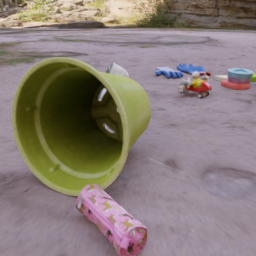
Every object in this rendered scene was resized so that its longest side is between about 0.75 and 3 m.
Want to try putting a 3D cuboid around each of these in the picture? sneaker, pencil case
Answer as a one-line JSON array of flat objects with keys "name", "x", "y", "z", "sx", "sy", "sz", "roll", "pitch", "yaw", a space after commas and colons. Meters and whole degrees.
[{"name": "sneaker", "x": -0.499, "y": -0.986, "z": 8.118, "sx": 0.693, "sy": 1.730, "sz": 0.608, "roll": 24, "pitch": -1, "yaw": -22}, {"name": "pencil case", "x": -0.262, "y": 1.296, "z": 4.005, "sx": 0.539, "sy": 0.516, "sz": 1.246, "roll": -17, "pitch": 30, "yaw": -35}]

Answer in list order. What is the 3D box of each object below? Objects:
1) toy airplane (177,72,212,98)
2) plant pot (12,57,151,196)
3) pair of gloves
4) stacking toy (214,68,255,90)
[{"name": "toy airplane", "x": 2.447, "y": -1.677, "z": 10.448, "sx": 1.220, "sy": 0.865, "sz": 1.226, "roll": 2, "pitch": 25, "yaw": 8}, {"name": "plant pot", "x": -0.619, "y": -0.201, "z": 5.543, "sx": 2.337, "sy": 2.337, "sz": 2.149, "roll": 10, "pitch": 17, "yaw": 22}, {"name": "pair of gloves", "x": 2.600, "y": -2.864, "z": 13.927, "sx": 2.780, "sy": 0.317, "sz": 2.235, "roll": -5, "pitch": 23, "yaw": -12}, {"name": "stacking toy", "x": 5.018, "y": -2.381, "z": 11.954, "sx": 2.306, "sy": 0.974, "sz": 2.087, "roll": -5, "pitch": 24, "yaw": -13}]
